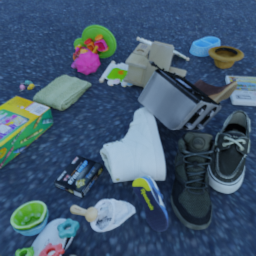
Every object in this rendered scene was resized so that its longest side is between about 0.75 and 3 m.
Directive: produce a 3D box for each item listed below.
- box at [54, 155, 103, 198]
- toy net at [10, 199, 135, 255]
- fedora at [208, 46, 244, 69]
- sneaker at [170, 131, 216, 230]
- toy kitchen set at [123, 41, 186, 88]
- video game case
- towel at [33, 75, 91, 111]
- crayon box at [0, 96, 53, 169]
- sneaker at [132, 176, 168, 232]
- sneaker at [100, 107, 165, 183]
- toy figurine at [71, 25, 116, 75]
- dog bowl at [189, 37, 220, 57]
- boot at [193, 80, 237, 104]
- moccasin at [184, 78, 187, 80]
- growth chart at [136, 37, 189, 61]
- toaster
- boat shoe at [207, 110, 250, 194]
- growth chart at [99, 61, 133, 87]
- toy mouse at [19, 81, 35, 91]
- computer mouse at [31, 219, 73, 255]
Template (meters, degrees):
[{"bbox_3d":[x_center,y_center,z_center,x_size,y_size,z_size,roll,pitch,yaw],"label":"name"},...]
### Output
[{"bbox_3d":[-1.336,1.313,7.717,0.892,0.258,1.122,17,43,20],"label":"box"},{"bbox_3d":[-1.158,2.015,5.972,2.672,0.516,1.402,-12,27,-3],"label":"toy net"},{"bbox_3d":[4.402,-3.169,12.775,1.679,0.685,1.679,1,38,-1],"label":"fedora"},{"bbox_3d":[1.624,1.095,7.015,1.012,1.516,2.647,5,41,8],"label":"sneaker"},{"bbox_3d":[1.293,-2.811,11.240,2.324,1.896,2.097,17,40,9],"label":"toy kitchen set"},{"bbox_3d":[5.046,-1.457,11.079,2.081,0.238,1.894,4,40,6],"label":"video game case"},{"bbox_3d":[-2.559,-1.434,10.933,1.525,0.375,2.056,16,42,20],"label":"towel"},{"bbox_3d":[-3.804,0.074,8.823,1.514,0.743,2.549,19,43,21],"label":"crayon box"},{"bbox_3d":[0.604,1.743,6.585,0.515,1.394,0.573,-21,2,22],"label":"sneaker"},{"bbox_3d":[0.001,0.375,8.227,1.695,1.081,2.934,-5,36,-3],"label":"sneaker"},{"bbox_3d":[-1.870,-3.226,12.476,2.238,1.680,2.060,-5,44,29],"label":"toy figurine"},{"bbox_3d":[3.918,-4.134,14.123,1.821,0.451,1.015,-27,47,-30],"label":"dog bowl"},{"bbox_3d":[3.073,-1.467,10.377,1.532,0.554,1.274,-39,55,5],"label":"boot"},{"bbox_3d":[1.808,-2.043,11.590,1.332,0.514,0.487,13,22,-12],"label":"moccasin"},{"bbox_3d":[1.604,-3.707,13.061,2.289,0.203,1.657,4,28,-40],"label":"growth chart"},{"bbox_3d":[1.541,-0.871,8.709,2.120,1.258,1.917,45,23,27],"label":"toaster"},{"bbox_3d":[2.934,0.542,8.102,1.049,0.945,2.967,14,42,17],"label":"boat shoe"},{"bbox_3d":[0.250,-2.345,12.153,2.760,0.245,1.997,4,41,6],"label":"growth chart"},{"bbox_3d":[-4.207,-1.768,11.500,0.734,0.160,0.826,27,47,29],"label":"toy mouse"},{"bbox_3d":[-1.806,2.687,5.926,1.077,0.431,1.965,11,41,12],"label":"computer mouse"}]
